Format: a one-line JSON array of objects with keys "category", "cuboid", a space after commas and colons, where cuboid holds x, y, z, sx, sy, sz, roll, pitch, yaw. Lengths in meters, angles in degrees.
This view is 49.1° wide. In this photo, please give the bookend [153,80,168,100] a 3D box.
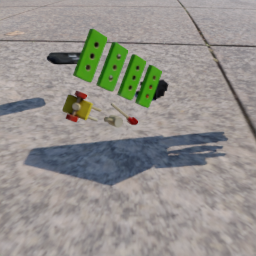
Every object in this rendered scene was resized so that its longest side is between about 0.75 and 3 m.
[{"category": "bookend", "cuboid": [1.201, -1.461, 10.621, 0.830, 0.382, 0.825, -14, 36, -22]}]

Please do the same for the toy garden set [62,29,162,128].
[{"category": "toy garden set", "cuboid": [-0.220, -0.509, 3.771, 1.323, 1.103, 0.264, 19, 1, -44]}]

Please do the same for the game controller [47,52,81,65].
[{"category": "game controller", "cuboid": [-1.848, -2.324, 9.473, 1.676, 0.353, 0.874, -10, 39, -30]}]
